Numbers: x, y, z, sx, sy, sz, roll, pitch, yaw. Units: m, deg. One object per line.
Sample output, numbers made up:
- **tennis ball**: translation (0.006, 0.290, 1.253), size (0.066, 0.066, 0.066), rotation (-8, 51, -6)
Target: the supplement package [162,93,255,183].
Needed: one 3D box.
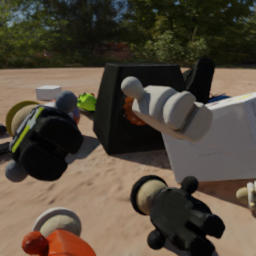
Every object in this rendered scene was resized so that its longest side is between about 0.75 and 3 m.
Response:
- **supplement package**: translation (2.334, 0.180, 6.730), size (2.075, 1.596, 2.170), rotation (-13, 3, 42)

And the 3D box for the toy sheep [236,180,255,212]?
- **toy sheep**: translation (2.646, 1.323, 5.353), size (1.086, 0.749, 0.749), rotation (2, 16, 17)

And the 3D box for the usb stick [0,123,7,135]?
- **usb stick**: translation (-5.470, -0.131, 11.098), size (0.686, 0.403, 2.475), rotation (-13, 20, -38)

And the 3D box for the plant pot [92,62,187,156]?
- **plant pot**: translation (0.387, -0.904, 9.727), size (2.997, 2.659, 2.990), rotation (-5, 16, -15)

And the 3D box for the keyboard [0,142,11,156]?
- **keyboard**: translation (-3.974, 0.750, 8.342), size (1.050, 0.224, 1.748), rotation (2, 15, 31)

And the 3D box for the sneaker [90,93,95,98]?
- **sneaker**: translation (-2.287, -1.895, 17.132), size (0.369, 0.544, 0.942), rotation (-15, 21, -42)

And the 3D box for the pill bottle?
- **pill bottle**: translation (-2.588, -0.167, 9.497), size (1.304, 1.304, 2.325), rotation (3, 19, 11)

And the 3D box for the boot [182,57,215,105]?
- **boot**: translation (2.823, -1.568, 12.597), size (1.098, 2.918, 2.181), rotation (25, -11, -7)

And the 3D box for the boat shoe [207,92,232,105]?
- **boat shoe**: translation (3.711, -1.098, 13.086), size (2.923, 1.230, 1.003), rotation (-6, 18, -28)

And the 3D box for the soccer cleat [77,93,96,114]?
- **soccer cleat**: translation (-2.026, -1.122, 13.945), size (1.165, 0.971, 2.875), rotation (34, -6, -16)

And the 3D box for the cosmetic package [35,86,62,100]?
- **cosmetic package**: translation (-5.082, -2.253, 18.017), size (1.214, 0.749, 1.218), rotation (4, 16, 14)

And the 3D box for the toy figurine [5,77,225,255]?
- **toy figurine**: translation (-0.228, 0.683, 3.891), size (2.660, 2.619, 1.851), rotation (-16, 15, -21)
